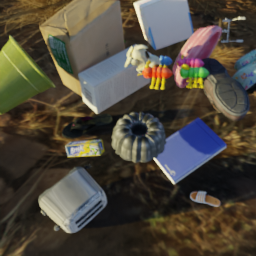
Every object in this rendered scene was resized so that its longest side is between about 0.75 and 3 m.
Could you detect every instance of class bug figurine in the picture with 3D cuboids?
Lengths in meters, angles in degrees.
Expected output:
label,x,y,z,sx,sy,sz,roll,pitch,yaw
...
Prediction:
label,x,y,z,sx,sy,sz,roll,pitch,yaw
bug figurine,1.233,-1.654,7.735,1.809,0.600,2.332,5,25,5

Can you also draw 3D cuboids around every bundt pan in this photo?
label,x,y,z,sx,sy,sz,roll,pitch,yaw
bundt pan,0.320,0.174,8.349,1.698,0.637,1.698,-1,49,1

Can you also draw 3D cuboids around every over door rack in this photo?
label,x,y,z,sx,sy,sz,roll,pitch,yaw
over door rack,3.601,-3.413,9.813,0.365,0.809,1.095,-4,16,-12

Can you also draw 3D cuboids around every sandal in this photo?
label,x,y,z,sx,sy,sz,roll,pitch,yaw
sandal,-1.666,-0.202,11.243,2.124,0.508,0.799,-21,51,-18
sandal,2.540,2.272,9.164,0.978,0.280,0.375,13,49,11

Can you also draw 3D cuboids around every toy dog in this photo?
label,x,y,z,sx,sy,sz,roll,pitch,yaw
toy dog,0.476,-1.939,7.865,0.900,0.872,0.628,21,48,-21

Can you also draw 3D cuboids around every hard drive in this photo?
label,x,y,z,sx,sy,sz,roll,pitch,yaw
hard drive,1.851,0.677,8.841,2.008,0.255,1.325,-33,57,-9

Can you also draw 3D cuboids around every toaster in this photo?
label,x,y,z,sx,sy,sz,roll,pitch,yaw
toaster,-1.584,2.193,8.633,2.057,1.169,1.329,-38,62,-24

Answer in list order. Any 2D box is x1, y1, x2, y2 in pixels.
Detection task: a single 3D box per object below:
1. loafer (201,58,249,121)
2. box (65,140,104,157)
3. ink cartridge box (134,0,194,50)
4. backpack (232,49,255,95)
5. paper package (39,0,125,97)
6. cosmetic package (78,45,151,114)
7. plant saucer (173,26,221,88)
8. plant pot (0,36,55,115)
label,x,y,z,sx,sy,sz,roll,pitch,yaw
loafer,2.994,-1.164,9.011,0.999,0.875,2.780,-10,48,-5
box,-1.002,0.473,6.432,0.852,0.299,0.274,-5,16,21
ink cartridge box,1.354,-4.460,11.378,1.630,1.673,2.603,-20,28,3
backpack,4.518,-1.971,9.906,1.833,1.628,1.380,-37,78,12
paper package,-1.434,-2.975,10.209,1.451,2.804,2.673,29,63,22
cosmetic package,-0.401,-1.762,9.939,2.574,1.306,0.917,-33,57,-25
plant saucer,2.218,-2.421,9.380,0.573,2.262,2.262,37,57,13
plant pot,-3.615,-1.426,8.620,1.873,1.972,1.972,-42,57,-4
